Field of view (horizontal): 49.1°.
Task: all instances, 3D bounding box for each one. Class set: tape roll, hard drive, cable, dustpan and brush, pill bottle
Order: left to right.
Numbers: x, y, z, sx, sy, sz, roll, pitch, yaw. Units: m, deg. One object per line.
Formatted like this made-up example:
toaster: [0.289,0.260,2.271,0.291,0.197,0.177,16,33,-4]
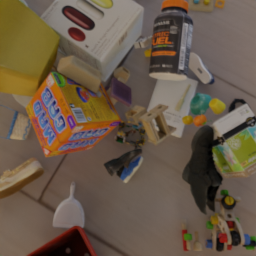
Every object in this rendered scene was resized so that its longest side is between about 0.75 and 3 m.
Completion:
tape roll: [-3.503,-1.957,11.600,2.727,0.498,2.727,0,78,1]
dustpan and brush: [-2.196,2.935,10.704,1.165,0.478,1.669,5,85,-5]
hard drive: [1.735,-1.011,11.498,1.616,0.327,2.450,19,79,4]
pill bottle: [1.588,-3.191,10.259,1.447,1.447,2.725,5,92,1]
cable: [4.575,-0.670,11.499,0.926,0.288,1.135,-24,82,0]

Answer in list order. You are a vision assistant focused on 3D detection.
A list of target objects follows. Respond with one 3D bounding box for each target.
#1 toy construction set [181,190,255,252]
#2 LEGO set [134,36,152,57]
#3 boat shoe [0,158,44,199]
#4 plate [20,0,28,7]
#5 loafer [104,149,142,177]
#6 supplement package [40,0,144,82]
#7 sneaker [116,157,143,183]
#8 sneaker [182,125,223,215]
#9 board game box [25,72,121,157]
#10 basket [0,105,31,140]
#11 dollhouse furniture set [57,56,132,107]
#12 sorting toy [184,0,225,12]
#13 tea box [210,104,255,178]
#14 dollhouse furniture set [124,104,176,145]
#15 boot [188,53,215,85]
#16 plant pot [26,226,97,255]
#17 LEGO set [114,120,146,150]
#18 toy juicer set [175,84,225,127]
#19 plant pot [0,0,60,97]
toy construction set: [3.128,3.362,10.137,2.526,2.107,1.941,-12,58,20]
LEGO set: [1.238,-3.537,11.647,2.763,1.134,1.054,-39,119,-33]
boat shoe: [-4.381,1.941,10.719,2.335,0.861,0.808,-29,67,-6]
plate: [-5.606,-4.666,12.244,2.772,0.354,2.772,0,79,1]
loafer: [-0.117,1.248,10.356,1.537,0.559,0.556,-27,83,10]
supplement package: [-1.348,-3.986,11.189,2.864,2.106,2.739,35,80,6]
sneaker: [0.016,1.481,10.935,0.663,0.458,1.192,38,87,-1]
sneaker: [2.729,1.454,9.624,0.856,2.850,1.487,-6,32,-32]
board game box: [-1.960,-0.472,9.949,2.067,2.066,2.068,-41,69,36]
basket: [-4.566,-0.103,10.920,1.397,0.972,1.232,23,77,-27]
dollhouse furniture set: [-1.535,-1.586,10.505,2.752,1.953,2.180,28,39,-26]
sorting toy: [3.284,-5.823,12.503,2.144,0.292,1.207,6,79,1]
tea box: [3.923,0.585,10.248,1.433,2.145,2.110,-30,80,-6]
dollhouse furniture set: [0.773,-0.236,9.775,0.980,1.398,0.985,-35,118,-19]
boot: [2.989,-2.414,11.591,0.554,0.687,1.522,-36,69,28]
plant pot: [-1.982,4.815,9.396,2.441,2.151,2.439,-30,80,-5]
LEGO set: [0.065,0.239,11.013,1.378,0.798,1.060,27,80,5]
toy juicer set: [2.567,-0.719,10.679,0.611,2.246,1.429,36,98,-31]
plant pot: [-4.020,-2.672,10.067,2.473,2.804,2.804,24,72,-12]
